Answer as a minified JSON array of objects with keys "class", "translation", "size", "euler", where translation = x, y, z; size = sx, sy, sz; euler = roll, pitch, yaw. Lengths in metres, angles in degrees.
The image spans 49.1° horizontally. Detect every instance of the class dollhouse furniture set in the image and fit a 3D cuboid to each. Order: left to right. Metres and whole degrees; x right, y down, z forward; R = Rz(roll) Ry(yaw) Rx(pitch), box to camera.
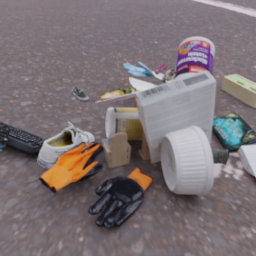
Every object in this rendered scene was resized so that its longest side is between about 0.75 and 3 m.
[{"class":"dollhouse furniture set","translation":[0.156,-0.481,8.853],"size":[2.555,1.766,2.706],"euler":[-11,34,-17]}]

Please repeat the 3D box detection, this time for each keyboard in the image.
[{"class":"keyboard","translation":[-3.680,0.101,8.717],"size":[2.764,0.548,1.438],"euler":[17,18,23]}]

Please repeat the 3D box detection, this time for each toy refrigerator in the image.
[{"class":"toy refrigerator","translation":[4.811,-1.579,11.539],"size":[0.730,0.673,1.924],"euler":[-14,36,-20]}]

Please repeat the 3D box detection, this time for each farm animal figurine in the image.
[{"class":"farm animal figurine","translation":[1.234,-1.252,8.975],"size":[1.094,0.681,1.354],"euler":[22,58,-17]}]

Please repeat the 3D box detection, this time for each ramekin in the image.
[{"class":"ramekin","translation":[1.358,0.835,6.879],"size":[0.809,1.737,1.737],"euler":[-6,33,-7]}]

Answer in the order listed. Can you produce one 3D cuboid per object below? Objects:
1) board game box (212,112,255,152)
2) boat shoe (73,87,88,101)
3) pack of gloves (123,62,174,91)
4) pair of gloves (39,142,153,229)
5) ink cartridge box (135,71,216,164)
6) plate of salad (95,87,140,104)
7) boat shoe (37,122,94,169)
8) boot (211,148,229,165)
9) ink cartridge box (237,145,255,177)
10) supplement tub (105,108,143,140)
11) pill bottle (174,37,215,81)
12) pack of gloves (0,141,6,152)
[{"class":"board game box","translation":[3.385,0.091,9.107],"size":[1.050,0.219,1.553],"euler":[-21,34,3]},{"class":"boat shoe","translation":[-2.003,-1.421,11.599],"size":[0.349,0.343,0.968],"euler":[-27,42,-35]},{"class":"pack of gloves","translation":[1.156,-1.921,10.950],"size":[2.625,0.518,2.205],"euler":[9,33,-28]},{"class":"pair of gloves","translation":[-0.725,1.294,6.963],"size":[2.370,0.293,2.111],"euler":[34,40,14]},{"class":"ink cartridge box","translation":[1.304,-0.199,7.456],"size":[1.930,2.379,0.596],"euler":[-18,49,-5]},{"class":"plate of salad","translation":[-0.223,-0.891,7.406],"size":[1.358,0.326,1.358],"euler":[-15,6,2]},{"class":"boat shoe","translation":[-1.628,0.303,7.962],"size":[0.832,0.961,2.253],"euler":[29,25,20]},{"class":"boot","translation":[2.290,0.916,7.462],"size":[0.665,1.019,0.345],"euler":[9,47,5]},{"class":"ink cartridge box","translation":[3.953,1.167,7.771],"size":[1.275,0.394,1.572],"euler":[-3,52,-5]},{"class":"supplement tub","translation":[0.042,-0.115,8.487],"size":[1.359,0.983,0.983],"euler":[1,32,-13]},{"class":"pill bottle","translation":[2.424,-1.982,10.383],"size":[1.375,1.375,2.468],"euler":[7,67,11]},{"class":"pack of gloves","translation":[-4.869,0.451,8.712],"size":[1.884,0.372,1.583],"euler":[-20,37,-27]}]
